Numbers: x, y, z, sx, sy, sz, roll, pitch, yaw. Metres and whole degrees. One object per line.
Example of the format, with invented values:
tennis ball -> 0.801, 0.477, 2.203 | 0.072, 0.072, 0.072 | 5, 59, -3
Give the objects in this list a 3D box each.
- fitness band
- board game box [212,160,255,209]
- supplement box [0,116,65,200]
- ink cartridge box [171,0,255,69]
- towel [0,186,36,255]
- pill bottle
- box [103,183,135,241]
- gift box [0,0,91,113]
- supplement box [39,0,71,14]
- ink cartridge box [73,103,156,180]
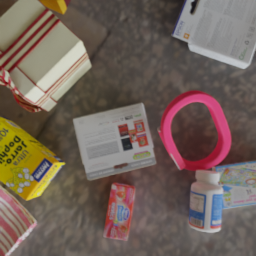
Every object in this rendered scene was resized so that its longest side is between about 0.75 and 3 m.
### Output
fitness band -> 2.129, 0.192, 8.889 | 2.061, 0.537, 2.869 | -31, 117, -2
board game box -> 4.019, 1.859, 9.450 | 2.097, 0.359, 1.410 | -8, 83, -1
supplement box -> -3.616, 0.903, 9.019 | 2.623, 1.436, 1.427 | 36, 84, 4
ink cartridge box -> 3.328, -3.923, 10.036 | 2.910, 0.591, 2.904 | 22, 84, 3
towel -> -4.522, 3.451, 9.249 | 1.873, 0.383, 2.560 | 42, 85, 5
pill bottle -> 2.509, 2.305, 9.005 | 1.007, 1.007, 1.794 | 5, 88, 1
box -> -0.269, 2.684, 9.116 | 0.777, 0.842, 1.642 | 9, 82, 1
gift box -> -3.074, -2.247, 8.770 | 2.623, 2.843, 2.655 | 43, 86, 10
supplement box -> -3.019, -6.143, 9.650 | 2.803, 1.887, 2.842 | 26, 84, 3
ink cartridge box -> -0.427, 0.476, 9.304 | 2.327, 0.976, 2.043 | -13, 83, -2
